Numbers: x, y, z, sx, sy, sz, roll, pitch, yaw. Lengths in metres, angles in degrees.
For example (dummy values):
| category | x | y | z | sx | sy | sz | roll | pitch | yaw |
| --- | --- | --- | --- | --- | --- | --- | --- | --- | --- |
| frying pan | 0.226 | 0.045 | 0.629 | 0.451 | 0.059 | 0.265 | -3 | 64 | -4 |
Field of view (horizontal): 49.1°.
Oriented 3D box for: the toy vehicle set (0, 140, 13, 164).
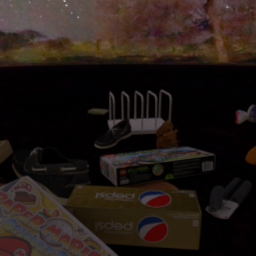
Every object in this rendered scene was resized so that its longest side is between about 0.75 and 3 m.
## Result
| category | x | y | z | sx | sy | sz | roll | pitch | yaw |
| --- | --- | --- | --- | --- | --- | --- | --- | --- | --- |
| toy vehicle set | -3.841 | 1.092 | 5.943 | 1.630 | 0.348 | 2.624 | -12 | 20 | 11 |

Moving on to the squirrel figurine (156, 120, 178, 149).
| category | x | y | z | sx | sy | sz | roll | pitch | yaw |
| --- | --- | --- | --- | --- | --- | --- | --- | --- | --- |
| squirrel figurine | 1.122 | 0.247 | 8.164 | 0.648 | 0.915 | 0.854 | -16 | -22 | -9 |

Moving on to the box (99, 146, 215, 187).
| category | x | y | z | sx | sy | sz | roll | pitch | yaw |
| --- | --- | --- | --- | --- | --- | --- | --- | --- | --- |
| box | 0.684 | 0.894 | 6.977 | 2.550 | 0.443 | 1.404 | -5 | 7 | -21 |

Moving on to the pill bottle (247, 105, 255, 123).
| category | x | y | z | sx | sy | sz | roll | pitch | yaw |
| --- | --- | --- | --- | --- | --- | --- | --- | --- | --- |
| pill bottle | 5.626 | -0.488 | 11.438 | 0.710 | 0.710 | 1.278 | -14 | 21 | -38 |

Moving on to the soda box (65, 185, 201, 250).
| category | x | y | z | sx | sy | sz | roll | pitch | yaw |
| --- | --- | --- | --- | --- | --- | --- | --- | --- | --- |
| soda box | 0.081 | 1.532 | 4.908 | 2.235 | 0.716 | 0.757 | 1 | 16 | 5 |

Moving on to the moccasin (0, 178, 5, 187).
| category | x | y | z | sx | sy | sz | roll | pitch | yaw |
| --- | --- | --- | --- | --- | --- | --- | --- | --- | --- |
| moccasin | -2.815 | 1.245 | 5.922 | 1.395 | 0.510 | 0.539 | 6 | 47 | 44 |

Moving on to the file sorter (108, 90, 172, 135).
| category | x | y | z | sx | sy | sz | roll | pitch | yaw |
| --- | --- | --- | --- | --- | --- | --- | --- | --- | --- |
| file sorter | 0.399 | -0.657 | 10.940 | 2.290 | 1.426 | 1.589 | -3 | 17 | -9 |

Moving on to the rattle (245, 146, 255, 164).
| category | x | y | z | sx | sy | sz | roll | pitch | yaw |
| --- | --- | --- | --- | --- | --- | --- | --- | --- | --- |
| rattle | 4.635 | 0.838 | 7.959 | 2.036 | 1.455 | 1.326 | 11 | 33 | -40 |

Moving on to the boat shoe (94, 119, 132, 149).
| category | x | y | z | sx | sy | sz | roll | pitch | yaw |
| --- | --- | --- | --- | --- | --- | --- | --- | --- | --- |
| boat shoe | -0.511 | 0.186 | 9.480 | 0.617 | 0.581 | 1.718 | 20 | 33 | 33 |

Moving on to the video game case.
| category | x | y | z | sx | sy | sz | roll | pitch | yaw |
| --- | --- | --- | --- | --- | --- | --- | --- | --- | --- |
| video game case | -1.340 | 1.789 | 3.129 | 2.655 | 0.304 | 2.416 | 32 | 31 | 24 |

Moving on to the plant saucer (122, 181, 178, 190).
| category | x | y | z | sx | sy | sz | roll | pitch | yaw |
| --- | --- | --- | --- | --- | --- | --- | --- | --- | --- |
| plant saucer | 0.454 | 1.449 | 6.034 | 1.438 | 0.232 | 1.438 | 0 | 16 | 0 |

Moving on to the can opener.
| category | x | y | z | sx | sy | sz | roll | pitch | yaw |
| --- | --- | --- | --- | --- | --- | --- | --- | --- | --- |
| can opener | 2.132 | 1.338 | 5.803 | 0.454 | 0.569 | 1.701 | 13 | 21 | 37 |

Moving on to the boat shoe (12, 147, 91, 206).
| category | x | y | z | sx | sy | sz | roll | pitch | yaw |
| --- | --- | --- | --- | --- | --- | --- | --- | --- | --- |
| boat shoe | -1.895 | 0.871 | 6.693 | 1.046 | 0.985 | 2.913 | -14 | 19 | -42 |

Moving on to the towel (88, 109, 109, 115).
| category | x | y | z | sx | sy | sz | roll | pitch | yaw |
| --- | --- | --- | --- | --- | --- | --- | --- | --- | --- |
| towel | -1.442 | -0.792 | 13.547 | 0.885 | 0.161 | 0.657 | 6 | 17 | 19 |

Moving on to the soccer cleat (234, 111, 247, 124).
| category | x | y | z | sx | sy | sz | roll | pitch | yaw |
| --- | --- | --- | --- | --- | --- | --- | --- | --- | --- |
| soccer cleat | 4.873 | -0.481 | 11.963 | 0.599 | 0.484 | 1.386 | 6 | 18 | 19 |
